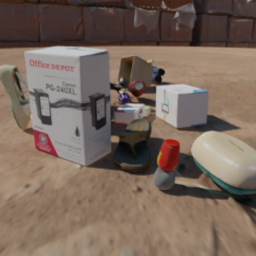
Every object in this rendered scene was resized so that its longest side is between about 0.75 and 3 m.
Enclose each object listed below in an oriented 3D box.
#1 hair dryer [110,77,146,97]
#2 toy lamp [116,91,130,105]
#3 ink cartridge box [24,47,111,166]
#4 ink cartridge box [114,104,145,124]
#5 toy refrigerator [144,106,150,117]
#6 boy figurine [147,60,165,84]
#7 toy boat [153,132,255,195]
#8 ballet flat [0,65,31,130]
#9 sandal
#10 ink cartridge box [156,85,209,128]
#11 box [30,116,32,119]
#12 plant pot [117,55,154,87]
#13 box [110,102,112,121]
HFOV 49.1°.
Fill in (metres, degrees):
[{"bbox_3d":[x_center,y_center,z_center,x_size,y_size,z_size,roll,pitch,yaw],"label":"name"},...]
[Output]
[{"bbox_3d":[-0.141,-1.953,12.936,1.999,0.713,2.625,11,-5,40],"label":"hair dryer"},{"bbox_3d":[-0.257,-1.544,13.257,0.559,0.559,1.919,-2,22,-6],"label":"toy lamp"},{"bbox_3d":[-1.602,-0.680,7.637,2.065,2.844,1.186,13,24,31],"label":"ink cartridge box"},{"bbox_3d":[0.073,-0.547,10.645,0.820,0.478,1.133,5,20,21],"label":"ink cartridge box"},{"bbox_3d":[0.380,-0.741,11.427,0.992,0.347,0.377,10,23,26],"label":"toy refrigerator"},{"bbox_3d":[1.128,-3.547,17.310,2.489,1.548,0.802,30,9,40],"label":"boy figurine"},{"bbox_3d":[1.765,0.849,6.343,2.466,1.146,2.073,3,23,-16],"label":"toy boat"},{"bbox_3d":[-3.572,-0.994,9.275,0.783,2.253,0.783,-11,25,5],"label":"ballet flat"},{"bbox_3d":[0.199,0.297,7.836,1.039,0.694,2.543,1,32,14],"label":"sandal"},{"bbox_3d":[1.941,-0.866,10.405,1.244,1.238,1.696,-7,19,-18],"label":"ink cartridge box"},{"bbox_3d":[-2.809,-0.643,10.548,1.581,0.764,1.390,-10,22,-23],"label":"box"},{"bbox_3d":[0.459,-3.019,15.712,1.487,1.678,1.680,7,4,-29],"label":"plant pot"},{"bbox_3d":[-1.248,-0.765,9.791,0.923,1.463,1.488,-1,19,17],"label":"box"}]
